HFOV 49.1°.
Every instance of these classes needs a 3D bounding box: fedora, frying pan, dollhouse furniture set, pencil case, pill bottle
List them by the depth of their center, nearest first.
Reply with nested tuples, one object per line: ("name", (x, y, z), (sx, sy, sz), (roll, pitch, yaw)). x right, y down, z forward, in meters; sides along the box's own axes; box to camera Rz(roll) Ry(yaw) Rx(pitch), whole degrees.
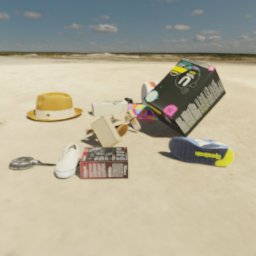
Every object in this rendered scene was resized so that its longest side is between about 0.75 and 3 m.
("frying pan", (-2.963, 1.083, 8.452), (1.391, 0.226, 0.841), (4, 13, 23))
("dollhouse furniture set", (-0.523, 0.117, 10.680), (1.237, 1.057, 2.387), (-33, -5, 26))
("pencil case", (0.755, -0.778, 13.662), (1.720, 0.760, 0.760), (6, 18, 17))
("fedora", (-3.711, -1.152, 14.129), (2.839, 1.158, 2.839), (-1, 17, 0))
("pill bottle", (2.205, -1.902, 15.945), (2.744, 1.503, 1.503), (-4, 17, -13))

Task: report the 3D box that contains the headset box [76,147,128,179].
("headset box", (-0.738, 0.994, 8.128), (1.483, 0.573, 1.104), (-2, 17, -2))

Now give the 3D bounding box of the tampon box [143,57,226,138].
("tampon box", (2.244, -1.256, 11.152), (2.461, 1.554, 1.845), (-47, 41, -5))

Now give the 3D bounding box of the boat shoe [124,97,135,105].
("boat shoe", (0.074, -1.603, 16.810), (0.392, 0.435, 1.209), (-9, 22, -16))

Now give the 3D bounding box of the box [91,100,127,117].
("box", (-0.969, -1.035, 14.604), (1.801, 0.616, 0.740), (-5, 20, -16))

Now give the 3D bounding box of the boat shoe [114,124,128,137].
("boat shoe", (-0.523, 0.152, 10.949), (0.518, 0.519, 1.474), (12, 21, 26))

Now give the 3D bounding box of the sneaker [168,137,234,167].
("sneaker", (2.277, 0.709, 8.889), (2.006, 0.742, 0.825), (13, 18, 16))

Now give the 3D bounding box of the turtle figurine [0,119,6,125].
("turtle figurine", (-5.977, -0.180, 12.436), (0.901, 0.290, 0.727), (10, 26, 4))

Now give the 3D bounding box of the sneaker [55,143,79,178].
("sneaker", (-1.825, 0.923, 8.332), (0.603, 0.585, 1.652), (-1, 17, -3))
